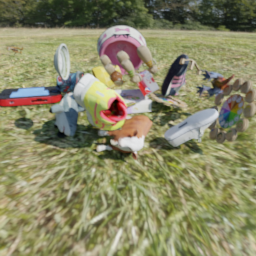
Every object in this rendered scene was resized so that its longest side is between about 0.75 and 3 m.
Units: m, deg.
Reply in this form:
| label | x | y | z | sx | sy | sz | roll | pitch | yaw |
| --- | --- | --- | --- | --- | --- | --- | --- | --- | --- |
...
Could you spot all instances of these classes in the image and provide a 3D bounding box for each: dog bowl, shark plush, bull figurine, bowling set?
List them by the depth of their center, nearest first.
| label | x | y | z | sx | sy | sz | roll | pitch | yaw |
| --- | --- | --- | --- | --- | --- | --- | --- | --- | --- |
| bowling set | -0.125 | -1.367 | 7.253 | 1.600 | 0.859 | 1.113 | -2 | 50 | 36 |
| bull figurine | -0.066 | 0.229 | 8.516 | 1.503 | 0.806 | 2.476 | 1 | 18 | 20 |
| shark plush | -1.723 | -0.643 | 9.225 | 0.887 | 0.968 | 2.130 | 19 | 46 | 10 |
| dog bowl | -0.282 | -3.191 | 11.972 | 2.168 | 2.168 | 0.799 | 0 | 48 | -1 |

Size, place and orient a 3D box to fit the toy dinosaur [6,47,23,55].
| label | x | y | z | sx | sy | sz | roll | pitch | yaw |
| --- | --- | --- | --- | --- | --- | --- | --- | --- | --- |
| toy dinosaur | -3.748 | -2.600 | 9.337 | 0.475 | 0.270 | 0.894 | 8 | 3 | 0 |

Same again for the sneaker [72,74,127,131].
| label | x | y | z | sx | sy | sz | roll | pitch | yaw |
| --- | --- | --- | --- | --- | --- | --- | --- | --- | --- |
| sneaker | -0.510 | -0.423 | 7.792 | 1.197 | 1.036 | 2.651 | 28 | -6 | 22 |

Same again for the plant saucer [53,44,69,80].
| label | x | y | z | sx | sy | sz | roll | pitch | yaw |
| --- | --- | --- | --- | --- | --- | --- | --- | --- | --- |
| plant saucer | -1.851 | -1.801 | 7.689 | 0.243 | 0.970 | 0.970 | 2 | 24 | 5 |

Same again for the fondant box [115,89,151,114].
| label | x | y | z | sx | sy | sz | roll | pitch | yaw |
| --- | --- | --- | --- | --- | --- | --- | --- | --- | --- |
| fondant box | 0.113 | -1.176 | 12.075 | 1.295 | 0.523 | 1.795 | -6 | 24 | -13 |

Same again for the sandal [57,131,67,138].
| label | x | y | z | sx | sy | sz | roll | pitch | yaw |
| --- | --- | --- | --- | --- | --- | --- | --- | --- | --- |
| sandal | -2.235 | 0.071 | 9.612 | 0.368 | 0.234 | 0.978 | -2 | 24 | -5 |

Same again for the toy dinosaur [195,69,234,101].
| label | x | y | z | sx | sy | sz | roll | pitch | yaw |
| --- | --- | --- | --- | --- | --- | --- | --- | --- | --- |
| toy dinosaur | 3.007 | -1.299 | 9.299 | 1.833 | 1.061 | 2.020 | 1 | 16 | -37 |

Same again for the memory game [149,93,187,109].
| label | x | y | z | sx | sy | sz | roll | pitch | yaw |
| --- | --- | --- | --- | --- | --- | --- | --- | --- | --- |
| memory game | 1.669 | -1.142 | 11.616 | 1.665 | 0.106 | 1.665 | 14 | 19 | -5 |

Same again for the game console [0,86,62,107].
| label | x | y | z | sx | sy | sz | roll | pitch | yaw |
| --- | --- | --- | --- | --- | --- | --- | --- | --- | --- |
| game console | -4.559 | -1.591 | 13.135 | 2.760 | 0.428 | 2.441 | -5 | 24 | -14 |

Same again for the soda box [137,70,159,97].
| label | x | y | z | sx | sy | sz | roll | pitch | yaw |
| --- | --- | --- | --- | --- | --- | --- | --- | --- | --- |
| soda box | 0.699 | -1.916 | 11.705 | 0.680 | 0.750 | 2.144 | -31 | 13 | 6 |

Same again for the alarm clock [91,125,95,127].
| label | x | y | z | sx | sy | sz | roll | pitch | yaw |
| --- | --- | --- | --- | --- | --- | --- | --- | --- | --- |
| alarm clock | -1.047 | -0.511 | 9.028 | 0.645 | 0.956 | 0.318 | 9 | 4 | -23 |

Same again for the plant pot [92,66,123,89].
| label | x | y | z | sx | sy | sz | roll | pitch | yaw |
| --- | --- | --- | --- | --- | --- | --- | --- | --- | --- |
| plant pot | -0.794 | -1.971 | 11.103 | 1.017 | 1.081 | 1.081 | -20 | 28 | -9 |

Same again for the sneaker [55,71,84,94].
| label | x | y | z | sx | sy | sz | roll | pitch | yaw |
| --- | --- | --- | --- | --- | --- | --- | --- | --- | --- |
| sneaker | -2.634 | -1.951 | 12.236 | 0.993 | 0.824 | 2.078 | 21 | -23 | -25 |

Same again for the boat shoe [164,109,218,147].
| label | x | y | z | sx | sy | sz | roll | pitch | yaw |
| --- | --- | --- | --- | --- | --- | --- | --- | --- | --- |
| boat shoe | 1.909 | 0.106 | 8.059 | 1.652 | 0.704 | 0.610 | -31 | 24 | 20 |

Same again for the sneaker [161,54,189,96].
| label | x | y | z | sx | sy | sz | roll | pitch | yaw |
| --- | --- | --- | --- | --- | --- | --- | --- | --- | --- |
| sneaker | 2.035 | -2.078 | 11.196 | 0.813 | 1.983 | 0.696 | 1 | 51 | -24 |

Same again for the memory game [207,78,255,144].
| label | x | y | z | sx | sy | sz | roll | pitch | yaw |
| --- | --- | --- | --- | --- | --- | --- | --- | --- | --- |
| memory game | 2.886 | -0.487 | 7.975 | 0.127 | 1.993 | 1.993 | 19 | 20 | -16 |

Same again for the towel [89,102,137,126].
| label | x | y | z | sx | sy | sz | roll | pitch | yaw |
| --- | --- | --- | --- | --- | --- | --- | --- | --- | --- |
| towel | -0.554 | -0.517 | 9.928 | 1.597 | 0.182 | 1.147 | -27 | -4 | 33 |

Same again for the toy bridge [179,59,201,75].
| label | x | y | z | sx | sy | sz | roll | pitch | yaw |
| --- | --- | --- | --- | --- | --- | --- | --- | --- | --- |
| toy bridge | 2.308 | -2.277 | 10.203 | 1.042 | 0.350 | 0.142 | 21 | -8 | -32 |
